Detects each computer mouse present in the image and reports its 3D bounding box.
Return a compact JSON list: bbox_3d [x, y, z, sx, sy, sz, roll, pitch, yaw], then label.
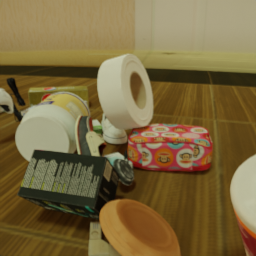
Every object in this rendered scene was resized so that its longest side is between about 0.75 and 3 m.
[{"bbox_3d":[-3.423,-0.696,8.018,0.345,0.861,1.571,-25,-6,-8],"label":"computer mouse"},{"bbox_3d":[-4.491,-0.972,9.958,0.474,1.185,2.162,-2,26,19],"label":"computer mouse"}]

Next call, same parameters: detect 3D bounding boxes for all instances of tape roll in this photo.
[{"bbox_3d":[-0.011,-1.092,8.808,0.806,2.306,2.306,-10,14,26],"label":"tape roll"}]

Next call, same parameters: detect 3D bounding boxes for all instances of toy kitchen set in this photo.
[{"bbox_3d":[-0.235,1.986,5.160,0.960,0.783,0.866,-2,20,-5],"label":"toy kitchen set"}]

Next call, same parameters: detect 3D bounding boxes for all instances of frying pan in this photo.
[{"bbox_3d":[-0.009,1.045,7.372,0.203,0.755,1.248,-35,-1,25],"label":"frying pan"}]

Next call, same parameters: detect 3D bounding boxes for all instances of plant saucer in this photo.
[{"bbox_3d":[0.269,1.845,5.090,1.658,0.310,1.658,30,12,-7],"label":"plant saucer"}]

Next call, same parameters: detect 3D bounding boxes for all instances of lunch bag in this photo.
[{"bbox_3d":[1.297,0.464,8.891,2.532,1.037,2.230,3,20,9],"label":"lunch bag"}]

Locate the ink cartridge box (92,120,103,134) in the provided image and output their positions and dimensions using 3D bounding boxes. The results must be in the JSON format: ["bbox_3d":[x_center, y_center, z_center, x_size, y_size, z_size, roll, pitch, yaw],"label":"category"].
[{"bbox_3d":[-1.381,0.046,10.950,0.619,0.354,1.192,-9,20,-16],"label":"ink cartridge box"}]

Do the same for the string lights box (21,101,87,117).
[{"bbox_3d":[-3.005,-0.564,11.703,2.427,0.716,1.247,-4,17,11],"label":"string lights box"}]

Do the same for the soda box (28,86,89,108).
[{"bbox_3d":[-3.527,-1.542,14.394,2.924,0.990,0.936,-4,21,-12],"label":"soda box"}]

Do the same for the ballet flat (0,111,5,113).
[{"bbox_3d":[-6.287,-0.899,13.375,0.592,0.592,1.674,4,21,9],"label":"ballet flat"}]

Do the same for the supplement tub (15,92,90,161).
[{"bbox_3d":[-2.325,-0.023,9.038,1.843,1.843,2.535,1,20,4],"label":"supplement tub"}]

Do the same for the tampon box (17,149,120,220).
[{"bbox_3d":[-1.193,1.231,6.023,1.662,1.245,1.049,5,63,15],"label":"tampon box"}]

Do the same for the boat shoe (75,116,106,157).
[{"bbox_3d":[-0.956,0.626,7.586,0.789,0.898,2.522,-15,49,4],"label":"boat shoe"}]

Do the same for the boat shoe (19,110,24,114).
[{"bbox_3d":[-4.649,-0.770,13.297,0.975,0.310,0.345,-14,25,-34],"label":"boat shoe"}]

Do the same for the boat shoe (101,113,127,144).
[{"bbox_3d":[-0.630,-0.092,10.782,0.873,0.776,2.374,-7,21,-18],"label":"boat shoe"}]

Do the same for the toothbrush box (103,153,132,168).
[{"bbox_3d":[-0.352,1.088,8.187,0.629,0.367,0.860,-13,24,-30],"label":"toothbrush box"}]

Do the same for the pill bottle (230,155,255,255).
[{"bbox_3d":[2.208,1.483,3.727,1.300,2.277,1.300,-18,35,13],"label":"pill bottle"}]
